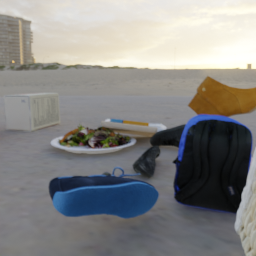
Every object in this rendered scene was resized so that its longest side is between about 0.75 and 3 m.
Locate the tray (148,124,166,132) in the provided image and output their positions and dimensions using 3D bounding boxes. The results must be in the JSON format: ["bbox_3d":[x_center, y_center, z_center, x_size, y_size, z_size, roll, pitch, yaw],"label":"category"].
[{"bbox_3d":[0.691,-0.047,13.400,2.217,0.246,1.190,2,10,12],"label":"tray"}]

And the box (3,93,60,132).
[{"bbox_3d":[-4.697,-0.864,13.957,1.422,1.669,2.610,3,10,17],"label":"box"}]

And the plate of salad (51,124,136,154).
[{"bbox_3d":[-1.184,0.315,9.740,2.927,0.703,2.927,0,8,0],"label":"plate of salad"}]

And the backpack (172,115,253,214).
[{"bbox_3d":[1.491,0.534,5.194,1.292,1.590,1.334,6,12,5],"label":"backpack"}]

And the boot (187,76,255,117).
[{"bbox_3d":[2.151,-0.731,5.926,1.197,1.672,0.588,45,25,10],"label":"boot"}]

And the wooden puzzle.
[{"bbox_3d":[0.057,-0.003,10.662,1.992,0.401,2.153,7,-5,1],"label":"wooden puzzle"}]

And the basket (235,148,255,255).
[{"bbox_3d":[2.259,0.686,2.139,2.190,2.171,1.762,13,20,10],"label":"basket"}]

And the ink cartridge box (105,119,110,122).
[{"bbox_3d":[-0.903,-0.259,14.502,0.516,0.297,0.881,1,9,7],"label":"ink cartridge box"}]

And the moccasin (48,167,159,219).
[{"bbox_3d":[-0.298,0.921,4.299,1.872,0.753,0.638,19,9,-41],"label":"moccasin"}]

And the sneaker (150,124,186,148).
[{"bbox_3d":[1.628,0.403,9.340,1.781,0.535,0.929,-21,36,6],"label":"sneaker"}]

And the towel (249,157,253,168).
[{"bbox_3d":[3.342,0.939,7.684,0.741,0.125,0.776,-8,13,-39],"label":"towel"}]

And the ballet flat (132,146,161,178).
[{"bbox_3d":[0.557,0.886,7.346,0.533,0.623,1.876,45,18,6],"label":"ballet flat"}]
